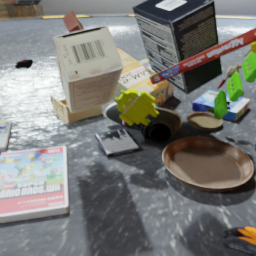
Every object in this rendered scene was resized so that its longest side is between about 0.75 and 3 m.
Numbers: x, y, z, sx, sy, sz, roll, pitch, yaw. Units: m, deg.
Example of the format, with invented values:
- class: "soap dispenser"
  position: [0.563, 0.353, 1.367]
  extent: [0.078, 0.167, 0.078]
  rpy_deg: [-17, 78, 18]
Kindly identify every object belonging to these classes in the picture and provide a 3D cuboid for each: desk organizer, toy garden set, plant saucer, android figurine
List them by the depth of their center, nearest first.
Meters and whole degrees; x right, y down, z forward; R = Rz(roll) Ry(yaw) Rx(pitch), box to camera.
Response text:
- class: "android figurine"
  position: [0.219, -0.591, 8.039]
  extent: [1.276, 1.161, 0.262]
  rpy_deg: [37, 32, -16]
- class: "desk organizer"
  position: [-1.627, -3.073, 8.367]
  extent: [0.407, 0.379, 1.058]
  rpy_deg: [-34, 47, 6]
- class: "plant saucer"
  position: [2.321, 1.098, 8.411]
  extent: [2.614, 0.450, 2.614]
  rpy_deg: [1, 29, 0]
- class: "toy garden set"
  position: [3.788, -1.778, 9.026]
  extent: [0.545, 2.732, 2.277]
  rpy_deg: [27, 38, -4]
- class: "plant saucer"
  position: [3.031, -0.253, 11.165]
  extent: [1.407, 0.207, 1.407]
  rpy_deg: [0, 29, 0]

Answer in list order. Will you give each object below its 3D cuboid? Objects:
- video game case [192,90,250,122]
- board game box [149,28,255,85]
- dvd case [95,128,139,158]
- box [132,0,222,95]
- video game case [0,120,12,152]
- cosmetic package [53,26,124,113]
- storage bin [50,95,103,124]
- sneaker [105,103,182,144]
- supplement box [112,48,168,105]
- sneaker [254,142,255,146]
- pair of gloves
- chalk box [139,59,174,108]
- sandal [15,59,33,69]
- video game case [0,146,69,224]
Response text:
- class: "video game case"
  position: [4.101, -1.031, 12.357]
  extent: [1.945, 0.442, 1.763]
  rpy_deg: [20, 33, 32]
- class: "board game box"
  position: [1.650, -1.470, 5.645]
  extent: [1.261, 0.238, 2.449]
  rpy_deg: [-31, 9, -36]
- class: "dvd case"
  position: [-0.429, 0.494, 9.796]
  extent: [1.124, 0.185, 1.495]
  rpy_deg: [-10, 30, -19]
- class: "box"
  position: [1.684, -2.983, 9.562]
  extent: [1.606, 2.586, 2.607]
  rpy_deg: [-29, 40, -8]
- class: "video game case"
  position: [-5.425, 0.389, 9.925]
  extent: [2.287, 0.252, 2.082]
  rpy_deg: [-8, 29, -13]
- class: "cosmetic package"
  position: [-1.041, -1.330, 7.078]
  extent: [1.307, 1.103, 2.528]
  rpy_deg: [-18, -9, -15]
- class: "storage bin"
  position: [-2.195, -1.037, 11.978]
  extent: [1.735, 0.813, 1.722]
  rpy_deg: [-19, 34, -30]
- class: "sneaker"
  position: [0.436, -0.247, 10.226]
  extent: [2.969, 1.050, 1.472]
  rpy_deg: [10, 25, 10]
- class: "supplement box"
  position: [-0.081, -1.602, 9.444]
  extent: [2.393, 0.880, 1.508]
  rpy_deg: [39, 48, 21]
- class: "sneaker"
  position: [5.049, 0.341, 9.542]
  extent: [1.636, 0.697, 0.630]
  rpy_deg: [-9, 29, -14]
- class: "pair of gloves"
  position: [2.616, 2.477, 4.766]
  extent: [2.663, 0.370, 2.989]
  rpy_deg: [8, 9, 37]
- class: "chalk box"
  position: [0.897, -1.981, 12.798]
  extent: [1.687, 1.695, 2.725]
  rpy_deg: [14, 30, 24]
- class: "sandal"
  position: [-3.331, -2.053, 8.909]
  extent: [0.201, 0.336, 0.894]
  rpy_deg: [30, 20, 6]
- class: "video game case"
  position: [-2.761, 1.460, 7.933]
  extent: [2.055, 0.251, 2.874]
  rpy_deg: [-6, 29, -11]
